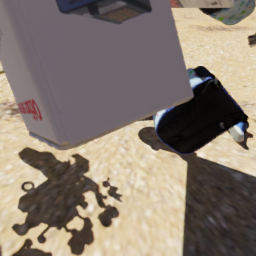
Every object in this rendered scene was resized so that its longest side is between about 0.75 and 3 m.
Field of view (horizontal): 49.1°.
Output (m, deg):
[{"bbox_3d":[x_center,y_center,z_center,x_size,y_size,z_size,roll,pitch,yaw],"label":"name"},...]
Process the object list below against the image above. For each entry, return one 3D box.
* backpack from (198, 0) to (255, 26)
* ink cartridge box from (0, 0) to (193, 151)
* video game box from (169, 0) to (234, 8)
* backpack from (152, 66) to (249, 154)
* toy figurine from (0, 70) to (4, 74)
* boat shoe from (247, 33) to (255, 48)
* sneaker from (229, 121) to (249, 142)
[{"bbox_3d":[2.440,-3.088,6.732,1.148,1.219,1.494,52,30,0],"label":"backpack"},{"bbox_3d":[-0.539,-0.945,1.812,0.856,1.957,1.422,-21,11,-23],"label":"ink cartridge box"},{"bbox_3d":[0.526,-2.999,4.990,2.344,0.602,2.573,11,-2,30],"label":"video game box"},{"bbox_3d":[0.867,-0.212,3.823,1.040,0.952,0.764,-42,28,17],"label":"backpack"},{"bbox_3d":[-2.471,-1.688,5.265,1.426,1.256,2.381,7,32,37],"label":"toy figurine"},{"bbox_3d":[2.956,-2.047,6.345,0.334,0.276,0.928,-28,5,8],"label":"boat shoe"},{"bbox_3d":[2.674,-0.015,6.661,0.539,0.372,0.969,-10,24,-1],"label":"sneaker"}]
